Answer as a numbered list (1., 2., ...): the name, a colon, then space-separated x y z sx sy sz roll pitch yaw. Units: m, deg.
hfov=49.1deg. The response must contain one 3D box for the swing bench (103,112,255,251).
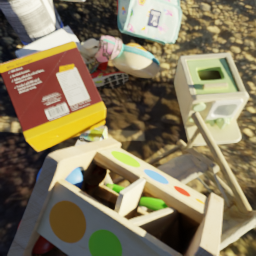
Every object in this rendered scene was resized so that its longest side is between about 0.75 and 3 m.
1. swing bench: 1.117 1.689 6.608 2.863 1.867 2.878 -26 67 -16

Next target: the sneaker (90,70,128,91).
1. sneaker: -0.816 -1.689 9.334 1.633 0.629 0.694 -10 54 -7

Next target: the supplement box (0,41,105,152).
1. supplement box: -1.815 -0.750 6.924 1.897 1.277 1.923 -23 78 -12

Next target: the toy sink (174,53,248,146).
1. toy sink: 2.458 -0.902 8.379 1.612 1.385 2.473 -4 59 -3

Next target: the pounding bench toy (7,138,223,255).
1. pounding bench toy: -0.010 1.395 4.450 2.310 2.962 1.840 28 103 16

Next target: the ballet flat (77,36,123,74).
1. ballet flat: -1.063 -2.324 8.650 0.898 2.522 0.872 24 78 -26

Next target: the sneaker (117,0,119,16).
1. sneaker: 0.376 -5.247 11.301 1.347 0.913 2.331 9 60 9

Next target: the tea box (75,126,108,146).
1. tea box: -0.997 0.447 7.856 0.592 0.886 0.872 15 60 9

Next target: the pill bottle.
1. pill bottle: -3.484 -4.277 9.388 1.669 2.933 1.669 -7 54 10

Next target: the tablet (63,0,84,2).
1. tablet: -1.822 -3.142 6.156 1.014 1.559 0.106 22 99 35

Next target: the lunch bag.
1. lunch bag: 0.750 -4.313 10.172 2.113 1.513 2.481 7 71 -22

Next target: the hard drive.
1. hard drive: -2.576 -2.477 9.655 2.067 0.276 1.364 -35 94 -19

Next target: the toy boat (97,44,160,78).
1. toy boat: -0.120 -2.349 9.201 2.231 1.875 1.037 15 94 33
